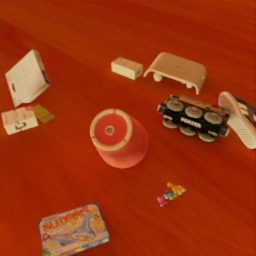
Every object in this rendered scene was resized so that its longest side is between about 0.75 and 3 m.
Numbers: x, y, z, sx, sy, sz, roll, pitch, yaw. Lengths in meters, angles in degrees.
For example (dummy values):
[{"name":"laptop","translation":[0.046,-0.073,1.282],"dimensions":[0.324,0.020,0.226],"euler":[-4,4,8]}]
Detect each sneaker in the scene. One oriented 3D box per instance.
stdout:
[{"name":"sneaker","translation":[4.648,-0.409,11.102],"dimensions":[1.089,1.075,2.742],"euler":[-14,54,-9]}]

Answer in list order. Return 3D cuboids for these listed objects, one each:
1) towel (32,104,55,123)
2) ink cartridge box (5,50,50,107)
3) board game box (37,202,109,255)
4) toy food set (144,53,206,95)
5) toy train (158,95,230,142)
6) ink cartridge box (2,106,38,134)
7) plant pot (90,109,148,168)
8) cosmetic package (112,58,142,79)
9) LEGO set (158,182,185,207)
[{"name":"towel","translation":[-3.739,-0.631,12.069],"dimensions":[1.281,0.116,0.551],"euler":[33,50,32]},{"name":"ink cartridge box","translation":[-4.556,-2.172,12.619],"dimensions":[1.971,0.400,1.967],"euler":[-32,68,20]},{"name":"board game box","translation":[-1.546,2.881,7.846],"dimensions":[1.760,0.303,1.192],"euler":[-15,43,-16]},{"name":"toy food set","translation":[2.416,-2.705,14.078],"dimensions":[2.808,0.848,2.015],"euler":[22,44,12]},{"name":"toy train","translation":[2.644,-0.490,11.134],"dimensions":[2.848,1.213,1.623],"euler":[21,36,19]},{"name":"ink cartridge box","translation":[-4.410,-0.337,11.394],"dimensions":[1.197,0.505,0.867],"euler":[-19,44,-17]},{"name":"plant pot","translation":[-0.369,0.283,9.273],"dimensions":[1.896,1.678,1.896],"euler":[-4,73,12]},{"name":"cosmetic package","translation":[-0.059,-3.114,14.625],"dimensions":[1.479,0.540,0.766],"euler":[25,47,25]},{"name":"LEGO set","translation":[1.324,1.994,8.826],"dimensions":[1.003,0.383,0.412],"euler":[-25,47,-28]}]
